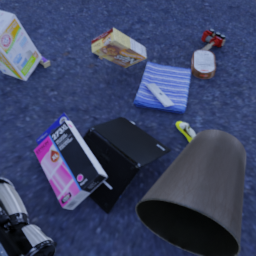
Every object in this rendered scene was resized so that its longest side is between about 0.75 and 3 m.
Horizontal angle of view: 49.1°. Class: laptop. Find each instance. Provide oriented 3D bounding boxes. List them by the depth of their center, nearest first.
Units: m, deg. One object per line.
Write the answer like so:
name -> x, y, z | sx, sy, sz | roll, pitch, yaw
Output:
laptop -> -0.383, 0.983, 8.674 | 2.200, 1.282, 2.483 | 35, 90, 30

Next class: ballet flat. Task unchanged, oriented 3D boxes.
ballet flat -> 2.029, 0.090, 9.552 | 0.384, 0.385, 1.148 | -19, 51, -16

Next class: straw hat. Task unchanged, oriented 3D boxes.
straw hat -> -0.300, 1.086, 8.551 | 1.293, 0.547, 1.293 | -8, 53, 11

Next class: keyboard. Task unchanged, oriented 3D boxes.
keyboard -> 1.190, -1.271, 10.661 | 0.417, 0.079, 1.483 | -8, 44, -29

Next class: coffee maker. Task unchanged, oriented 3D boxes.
coffee maker -> -3.226, 2.753, 6.670 | 2.268, 1.591, 2.362 | -46, 59, -6

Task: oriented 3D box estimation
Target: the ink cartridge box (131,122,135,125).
ink cartridge box -> -0.218, 0.105, 9.559 | 0.596, 0.349, 0.825 | 22, 53, 19

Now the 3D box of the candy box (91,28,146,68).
candy box -> -0.329, -3.091, 11.092 | 1.168, 2.024, 0.560 | -16, 73, 36

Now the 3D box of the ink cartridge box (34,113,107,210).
ink cartridge box -> -1.924, 0.829, 8.426 | 1.411, 0.553, 2.980 | -43, 54, 5

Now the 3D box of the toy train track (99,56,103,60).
toy train track -> -0.771, -3.400, 11.609 | 0.746, 1.301, 0.212 | 35, 23, -19

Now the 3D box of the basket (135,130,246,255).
basket -> 1.970, 1.510, 7.348 | 2.551, 1.924, 2.829 | 9, 42, 33

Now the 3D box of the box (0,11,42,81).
box -> -4.645, -3.156, 10.860 | 1.226, 2.418, 1.360 | 20, 69, 17

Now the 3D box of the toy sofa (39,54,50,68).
toy sofa -> -3.763, -2.981, 12.256 | 0.315, 0.371, 0.760 | -37, 57, -28

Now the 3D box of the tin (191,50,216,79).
tin -> 3.250, -2.790, 12.121 | 0.998, 0.373, 1.782 | 4, 49, 9

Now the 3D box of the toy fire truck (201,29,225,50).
toy fire truck -> 3.754, -3.995, 13.021 | 1.157, 0.744, 1.018 | -24, 53, -32

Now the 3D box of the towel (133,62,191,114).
towel -> 1.430, -1.676, 11.148 | 1.954, 0.322, 2.699 | 11, 50, 8
